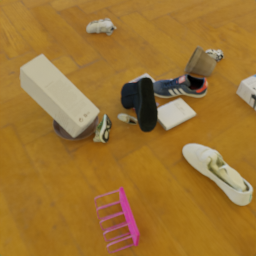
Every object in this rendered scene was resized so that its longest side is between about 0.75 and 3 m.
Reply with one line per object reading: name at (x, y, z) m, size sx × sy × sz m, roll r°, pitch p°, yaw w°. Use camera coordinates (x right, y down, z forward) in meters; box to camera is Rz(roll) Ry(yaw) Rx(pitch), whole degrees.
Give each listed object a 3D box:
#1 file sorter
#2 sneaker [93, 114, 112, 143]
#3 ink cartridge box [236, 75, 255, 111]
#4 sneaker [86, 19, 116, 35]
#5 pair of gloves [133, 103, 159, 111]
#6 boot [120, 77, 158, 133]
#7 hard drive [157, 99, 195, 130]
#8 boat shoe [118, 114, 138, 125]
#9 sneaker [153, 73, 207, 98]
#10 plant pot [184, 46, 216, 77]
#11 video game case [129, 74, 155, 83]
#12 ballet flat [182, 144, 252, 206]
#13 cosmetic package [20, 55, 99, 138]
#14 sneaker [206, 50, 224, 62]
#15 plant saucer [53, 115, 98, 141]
file sorter at (-0.373, 2.793, 8.397) m, size 0.952 × 1.055 × 1.517 m, roll -15°, pitch 55°, yaw -12°
sneaker at (-1.054, 0.012, 10.864) m, size 0.629 × 0.546 × 1.420 m, roll -12°, pitch 40°, yaw 20°
ink cartridge box at (5.715, -1.369, 11.694) m, size 1.302 × 0.758 × 1.800 m, roll -25°, pitch 57°, yaw -18°
sneaker at (-1.384, -5.225, 14.680) m, size 1.502 × 0.564 × 0.863 m, roll -27°, pitch 55°, yaw -23°
pair of gloves at (0.722, -0.892, 11.744) m, size 1.136 × 0.129 × 0.913 m, roll 24°, pitch 55°, yaw 15°
boot at (0.369, -0.851, 10.971) m, size 0.803 × 1.767 × 2.102 m, roll -4°, pitch 89°, yaw -25°
hard drive at (1.825, -0.572, 11.263) m, size 1.510 × 0.198 × 0.996 m, roll -26°, pitch 59°, yaw -23°
boat shoe at (-0.010, -0.339, 11.077) m, size 0.818 × 0.306 × 0.280 m, roll 13°, pitch 26°, yaw -9°
sneaker at (2.112, -1.845, 11.746) m, size 2.423 × 1.024 × 0.908 m, roll -1°, pitch 68°, yaw 6°
plant pot at (3.328, -2.898, 12.682) m, size 1.088 × 1.254 × 1.254 m, roll 26°, pitch 56°, yaw -2°
video game case at (0.703, -1.915, 12.497) m, size 1.081 × 0.124 × 0.985 m, roll -30°, pitch 59°, yaw -21°
ballet flat at (3.074, 1.358, 9.566) m, size 0.993 × 0.993 × 2.861 m, roll -32°, pitch 59°, yaw -21°
cosmetic package at (-2.556, -1.106, 10.321) m, size 2.923 × 1.486 × 1.082 m, roll 46°, pitch 63°, yaw -2°
sneaker at (4.166, -3.441, 13.469) m, size 0.952 × 0.380 × 0.620 m, roll -1°, pitch 44°, yaw -13°
plant saucer at (-2.046, -0.168, 11.077) m, size 1.784 × 0.326 × 1.784 m, roll -1°, pitch 53°, yaw 1°
